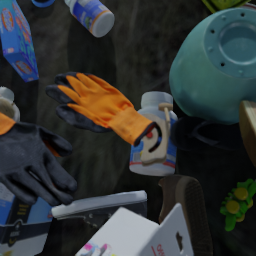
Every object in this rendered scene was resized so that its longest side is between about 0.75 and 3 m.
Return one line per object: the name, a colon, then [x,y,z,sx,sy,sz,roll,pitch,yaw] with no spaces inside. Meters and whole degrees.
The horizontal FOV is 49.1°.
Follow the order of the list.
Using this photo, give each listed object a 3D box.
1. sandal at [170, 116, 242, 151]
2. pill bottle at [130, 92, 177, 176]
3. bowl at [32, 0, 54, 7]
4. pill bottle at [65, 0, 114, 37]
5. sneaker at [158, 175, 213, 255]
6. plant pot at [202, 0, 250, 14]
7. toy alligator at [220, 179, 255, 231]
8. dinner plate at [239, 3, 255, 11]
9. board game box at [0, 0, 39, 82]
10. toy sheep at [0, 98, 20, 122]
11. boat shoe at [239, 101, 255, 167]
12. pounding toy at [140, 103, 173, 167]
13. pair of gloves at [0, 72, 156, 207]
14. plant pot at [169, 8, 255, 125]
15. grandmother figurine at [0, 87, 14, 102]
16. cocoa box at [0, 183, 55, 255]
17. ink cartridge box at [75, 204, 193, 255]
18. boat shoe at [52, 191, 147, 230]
sandal: [2.175,0.131,7.489,2.388,0.511,0.908,2,78,-25]
pill bottle: [0.729,0.161,7.631,1.202,1.202,2.142,7,73,2]
bowl: [-2.912,-4.503,9.566,0.795,0.156,0.795,0,74,0]
pill bottle: [-1.272,-3.748,8.955,0.899,0.899,1.605,-42,77,-11]
sneaker: [1.376,2.608,7.102,1.025,1.099,2.910,-4,92,-35]
plant pot: [3.099,-4.597,8.534,1.808,1.649,1.817,-33,78,-9]
toy alligator: [3.030,1.759,7.507,2.109,0.625,0.572,-52,39,-13]
dinner plate: [3.743,-3.060,9.079,2.219,0.269,2.219,0,72,1]
board game box: [-3.259,-2.653,8.269,0.470,1.589,2.089,-15,75,-3]
toy sheep: [-2.522,-0.125,5.245,0.930,1.349,0.930,19,55,-29]
boat shoe: [3.257,0.566,5.926,0.960,1.061,2.976,-16,55,5]
pounding toy: [0.422,0.052,5.241,0.707,0.710,1.237,6,67,11]
pair of gloves: [-0.987,-0.026,4.245,2.097,0.291,2.353,36,56,24]
plant pot: [2.644,-1.714,7.485,2.886,2.316,2.886,-1,78,3]
grandmother figurine: [-4.356,-0.904,8.322,1.857,0.562,1.126,-6,93,-5]
cocoa box: [-2.927,1.740,6.237,1.952,2.927,1.921,13,74,4]
ink cartridge box: [-0.086,2.176,3.965,0.804,1.365,2.370,12,40,43]
boat shoe: [-0.470,1.478,4.843,1.660,0.580,0.550,-8,80,-4]
